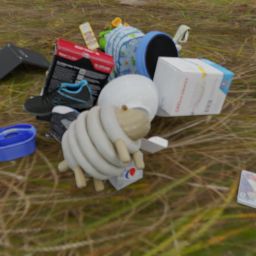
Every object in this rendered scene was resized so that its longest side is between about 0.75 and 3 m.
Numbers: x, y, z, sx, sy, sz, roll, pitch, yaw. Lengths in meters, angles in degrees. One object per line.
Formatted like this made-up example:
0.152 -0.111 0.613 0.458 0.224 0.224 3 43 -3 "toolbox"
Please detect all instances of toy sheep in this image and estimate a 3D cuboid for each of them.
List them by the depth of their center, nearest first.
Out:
-0.669 0.425 6.676 2.718 1.874 1.874 -29 32 17 "toy sheep"

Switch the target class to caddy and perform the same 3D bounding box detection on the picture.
-3.770 0.391 9.152 1.549 0.813 1.095 -15 40 -20 "caddy"

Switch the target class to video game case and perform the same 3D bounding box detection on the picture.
3.786 1.801 7.764 1.333 0.153 1.215 15 38 19 "video game case"

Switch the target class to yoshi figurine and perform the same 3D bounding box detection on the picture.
-0.745 -4.031 12.540 1.016 1.020 1.814 -15 -4 -29 "yoshi figurine"

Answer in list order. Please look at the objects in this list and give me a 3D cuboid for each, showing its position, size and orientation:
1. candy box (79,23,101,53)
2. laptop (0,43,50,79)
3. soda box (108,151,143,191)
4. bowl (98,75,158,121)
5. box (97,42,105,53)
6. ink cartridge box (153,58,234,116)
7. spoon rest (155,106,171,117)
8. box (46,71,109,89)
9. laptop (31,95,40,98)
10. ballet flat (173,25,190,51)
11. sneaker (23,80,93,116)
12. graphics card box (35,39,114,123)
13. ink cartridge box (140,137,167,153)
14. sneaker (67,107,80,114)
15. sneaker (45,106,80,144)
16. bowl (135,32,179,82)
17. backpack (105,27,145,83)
-1.651 -3.839 12.881 0.511 1.056 1.811 -25 58 -1 "candy box"
-5.734 -3.089 14.529 2.975 1.724 2.785 8 25 -42 "laptop"
-0.735 0.565 8.751 0.914 0.984 2.882 -23 42 -27 "soda box"
0.105 -0.543 8.348 1.927 1.927 0.866 -8 44 -11 "bowl"
-0.344 -4.803 16.550 2.372 0.525 1.900 26 44 32 "box"
1.980 -1.347 9.046 1.969 1.445 1.438 -3 32 -26 "ink cartridge box"
1.322 -0.837 10.582 1.306 0.797 2.628 -15 24 -19 "spoon rest"
-2.150 -2.707 13.457 2.861 0.706 2.285 4 32 4 "box"
-3.343 -1.390 11.615 1.301 0.806 1.390 -15 39 -21 "laptop"
1.892 -3.239 10.667 0.464 1.487 0.502 28 -1 29 "ballet flat"
-2.159 -0.978 8.539 2.115 0.866 0.774 -13 51 -11 "sneaker"
-1.846 -1.318 9.330 1.822 2.904 0.739 12 38 -23 "graphics card box"
0.541 0.424 8.395 1.004 0.808 0.251 24 64 -19 "ink cartridge box"
-1.924 -0.381 8.843 0.563 0.482 1.358 -36 53 -28 "sneaker"
-1.399 0.097 7.972 1.927 0.727 1.096 13 69 12 "sneaker"
1.069 -2.345 9.699 1.916 1.916 0.376 -30 26 -35 "bowl"
0.053 -2.840 11.599 2.130 2.611 2.007 -16 18 -14 "backpack"
